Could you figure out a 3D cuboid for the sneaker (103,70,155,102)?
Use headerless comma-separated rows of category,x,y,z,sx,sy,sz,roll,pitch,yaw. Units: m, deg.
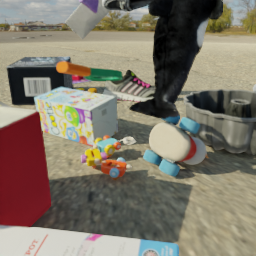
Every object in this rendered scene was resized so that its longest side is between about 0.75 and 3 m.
sneaker,0.269,-1.720,11.159,2.651,1.160,0.978,5,21,13

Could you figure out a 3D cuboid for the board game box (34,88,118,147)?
board game box,-1.403,-0.353,7.624,2.012,1.037,1.055,14,31,32

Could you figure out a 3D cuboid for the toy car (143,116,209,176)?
toy car,1.199,0.418,6.088,1.259,1.160,1.113,21,5,-37

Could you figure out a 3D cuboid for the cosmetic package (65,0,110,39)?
cosmetic package,-1.377,-4.137,10.095,1.661,0.887,0.749,-34,25,28

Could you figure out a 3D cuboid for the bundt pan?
bundt pan,2.835,-0.182,7.242,2.855,1.072,2.855,-1,21,0

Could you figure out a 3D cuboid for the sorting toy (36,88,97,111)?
sorting toy,-2.058,-0.952,9.735,1.722,0.309,2.311,5,33,16

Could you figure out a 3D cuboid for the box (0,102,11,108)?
box,-4.309,-0.315,8.427,1.523,0.465,1.924,-18,28,-39

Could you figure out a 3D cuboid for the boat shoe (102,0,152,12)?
boat shoe,-0.015,-3.441,7.641,1.560,0.529,0.559,-2,-25,20

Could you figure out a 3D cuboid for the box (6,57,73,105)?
box,-3.453,-2.036,11.540,2.059,1.485,2.775,-2,21,-6

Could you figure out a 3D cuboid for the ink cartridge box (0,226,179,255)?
ink cartridge box,-0.599,1.705,2.720,2.126,0.721,1.224,3,21,9

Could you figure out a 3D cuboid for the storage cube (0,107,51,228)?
storage cube,-2.319,0.690,4.033,1.631,1.715,1.908,8,23,19

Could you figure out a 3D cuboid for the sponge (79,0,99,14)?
sponge,-1.236,-4.073,8.988,0.121,0.451,0.808,6,-4,30

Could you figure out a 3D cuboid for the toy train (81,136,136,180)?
toy train,-0.365,0.657,6.015,1.115,0.413,1.485,6,25,11

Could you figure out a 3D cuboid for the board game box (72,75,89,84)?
board game box,-3.118,-2.925,15.194,2.952,0.575,2.333,-15,25,-35

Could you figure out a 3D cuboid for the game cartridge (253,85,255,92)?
game cartridge,6.190,-1.667,9.874,2.964,0.606,1.973,-17,-8,37

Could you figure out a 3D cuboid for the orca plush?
orca plush,0.574,-1.657,4.808,1.030,2.896,1.524,26,-5,-32

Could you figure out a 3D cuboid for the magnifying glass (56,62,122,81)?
magnifying glass,-0.653,-0.968,4.986,0.685,0.193,1.721,0,3,23
